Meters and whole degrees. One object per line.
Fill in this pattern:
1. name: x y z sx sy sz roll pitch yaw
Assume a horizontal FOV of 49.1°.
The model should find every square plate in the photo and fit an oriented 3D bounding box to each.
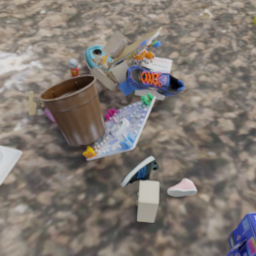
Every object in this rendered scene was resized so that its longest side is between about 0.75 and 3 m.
1. square plate: -5.794 1.461 9.867 2.906 0.417 2.933 14 46 6

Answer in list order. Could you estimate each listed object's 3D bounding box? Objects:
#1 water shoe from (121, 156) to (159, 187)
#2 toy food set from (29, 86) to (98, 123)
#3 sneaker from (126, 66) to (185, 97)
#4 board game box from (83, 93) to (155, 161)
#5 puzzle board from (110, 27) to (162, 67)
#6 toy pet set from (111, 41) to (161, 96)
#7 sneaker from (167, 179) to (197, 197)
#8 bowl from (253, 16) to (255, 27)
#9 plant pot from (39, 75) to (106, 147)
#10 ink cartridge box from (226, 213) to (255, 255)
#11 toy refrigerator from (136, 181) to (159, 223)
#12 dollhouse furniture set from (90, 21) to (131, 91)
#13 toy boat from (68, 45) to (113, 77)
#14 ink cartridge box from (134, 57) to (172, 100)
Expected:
1. water shoe: 0.344 1.207 7.247 1.184 0.423 0.467 -37 82 -27
2. toy food set: -2.673 -1.009 11.965 2.938 0.463 1.868 -5 55 -13
3. sneaker: 1.103 -1.870 10.851 2.642 1.036 0.995 6 88 -30
4. board game box: -0.359 -0.057 10.146 2.480 0.321 2.480 -18 36 44
5. puzzle board: 0.405 -3.444 11.868 1.868 0.216 2.479 -22 22 32
6. toy pet set: 0.487 -2.356 11.304 2.212 1.258 2.369 -32 15 7
7. sneaker: 1.826 2.067 9.748 1.025 0.386 0.536 -1 42 -7
8. bowl: 8.005 -6.059 15.054 2.091 1.125 2.091 0 55 -1
9. plant pot: -1.849 -0.583 10.307 2.105 2.084 2.105 -14 28 8
10. ink cartridge box: 4.206 3.235 7.995 2.898 1.977 1.106 -1 50 -1
11. toy refrigerator: 0.569 2.334 8.735 0.633 1.810 0.687 4 56 3
12. dollhouse furniture set: -0.259 -2.799 11.425 1.186 2.071 2.428 42 101 3
13. toy boat: -1.734 -3.044 12.980 2.126 0.988 1.787 -25 64 -15
14. ink cartridge box: 1.185 -2.455 12.672 1.332 0.766 2.275 12 59 7
